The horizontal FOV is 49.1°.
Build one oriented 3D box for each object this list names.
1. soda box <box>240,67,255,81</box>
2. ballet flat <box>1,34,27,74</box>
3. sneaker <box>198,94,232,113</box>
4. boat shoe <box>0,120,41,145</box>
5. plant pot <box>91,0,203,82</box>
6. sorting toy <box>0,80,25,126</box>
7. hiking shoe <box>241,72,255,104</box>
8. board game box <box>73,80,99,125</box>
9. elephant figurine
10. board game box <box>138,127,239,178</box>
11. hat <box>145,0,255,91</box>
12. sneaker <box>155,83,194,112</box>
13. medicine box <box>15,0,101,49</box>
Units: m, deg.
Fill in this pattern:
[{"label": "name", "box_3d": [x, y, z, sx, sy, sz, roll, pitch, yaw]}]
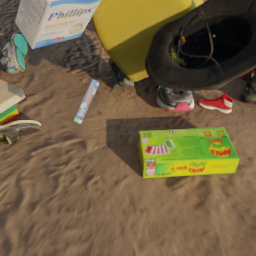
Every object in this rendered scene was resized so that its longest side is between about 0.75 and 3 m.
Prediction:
[{"label": "soda box", "box_3d": [4.258, -2.510, 10.668, 0.774, 0.701, 2.210, -23, 46, -24]}, {"label": "ballet flat", "box_3d": [-4.569, -2.955, 11.084, 0.938, 0.938, 2.608, -9, 42, -10]}, {"label": "sneaker", "box_3d": [2.813, -0.892, 8.938, 1.049, 0.606, 0.411, 15, 44, 16]}, {"label": "boat shoe", "box_3d": [-3.286, 0.216, 7.778, 1.728, 0.633, 0.560, -11, 58, -13]}, {"label": "plant pot", "box_3d": [0.347, -3.543, 7.766, 2.821, 2.904, 2.839, -21, 62, 26]}, {"label": "sorting toy", "box_3d": [-4.970, -0.459, 8.169, 2.810, 0.984, 2.827, 23, 47, 24]}, {"label": "hiking shoe", "box_3d": [4.931, -1.506, 9.179, 2.366, 1.191, 0.896, -14, 44, -15]}, {"label": "board game box", "box_3d": [-0.802, -0.469, 5.294, 0.144, 0.568, 0.839, 25, 85, -10]}, {"label": "elephant figurine", "box_3d": [-0.206, -1.800, 9.779, 1.027, 1.126, 1.452, -20, 63, 29]}, {"label": "board game box", "box_3d": [1.492, 0.614, 7.301, 2.337, 0.556, 1.187, -3, 42, -3]}, {"label": "hat", "box_3d": [1.854, -1.558, 6.023, 2.880, 1.162, 2.880, -18, 47, 20]}, {"label": "sneaker", "box_3d": [1.492, -1.585, 9.360, 1.165, 1.079, 2.890, -2, 43, -2]}, {"label": "medicine box", "box_3d": [-1.458, -2.484, 5.840, 1.320, 1.449, 0.746, -30, 87, -37]}]
